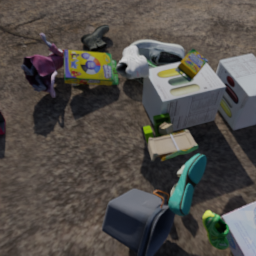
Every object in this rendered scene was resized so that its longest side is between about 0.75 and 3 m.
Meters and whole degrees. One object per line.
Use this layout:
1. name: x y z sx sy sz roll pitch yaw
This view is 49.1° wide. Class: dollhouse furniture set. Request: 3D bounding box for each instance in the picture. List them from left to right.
1. dollhouse furniture set: 1.325 0.553 9.388 1.393 1.076 2.787 -13 25 1

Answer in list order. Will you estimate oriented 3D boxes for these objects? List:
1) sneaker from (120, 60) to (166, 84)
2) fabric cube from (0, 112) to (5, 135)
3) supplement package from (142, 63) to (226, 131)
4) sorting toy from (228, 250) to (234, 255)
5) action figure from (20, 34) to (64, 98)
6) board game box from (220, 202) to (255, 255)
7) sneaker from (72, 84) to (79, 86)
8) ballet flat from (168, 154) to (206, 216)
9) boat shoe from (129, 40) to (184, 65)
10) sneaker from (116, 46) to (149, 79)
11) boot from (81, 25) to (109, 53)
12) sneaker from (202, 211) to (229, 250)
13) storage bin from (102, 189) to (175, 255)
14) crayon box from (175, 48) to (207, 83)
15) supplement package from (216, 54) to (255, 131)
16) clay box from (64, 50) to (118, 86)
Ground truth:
1. sneaker: 0.911 -2.419 13.029 2.883 1.125 1.228 13 54 11
2. fabric cube: -5.547 -0.192 11.419 0.782 0.770 0.785 -10 52 -8
3. supplement package: 2.158 -1.321 11.557 2.608 1.965 1.979 -14 52 -12
4. sorting toy: 3.331 4.148 7.996 1.161 0.404 1.154 27 54 8
5. action figure: -3.566 -3.019 13.007 2.083 1.874 2.797 24 45 11
6. board game box: 4.485 3.475 8.058 2.871 0.626 2.885 -14 60 -20
7. sneaker: -2.313 -2.299 13.381 0.789 0.414 0.299 -19 53 -16
8. ballet flat: 1.569 1.491 7.738 0.666 0.637 1.891 -3 50 46
9. boat shoe: 1.451 -3.729 14.169 2.896 1.010 1.031 4 46 -1
10. sneaker: -0.011 -2.598 11.126 1.149 0.901 2.312 -18 33 -7
11. boot: -1.543 -4.837 15.430 1.909 0.646 1.247 -36 65 -18
12. sneaker: 2.404 2.799 7.428 0.498 1.343 0.561 -44 27 -28
13. storage bin: 0.371 2.494 8.054 1.504 1.630 2.239 18 9 23
14. crayon box: 2.269 -2.246 10.017 0.723 0.297 1.150 40 62 -1
15. supplement package: 4.742 -1.478 11.618 1.597 2.076 2.171 -14 52 -12
16. clay box: -1.682 -2.790 13.107 2.554 0.608 1.468 -1 71 -17
